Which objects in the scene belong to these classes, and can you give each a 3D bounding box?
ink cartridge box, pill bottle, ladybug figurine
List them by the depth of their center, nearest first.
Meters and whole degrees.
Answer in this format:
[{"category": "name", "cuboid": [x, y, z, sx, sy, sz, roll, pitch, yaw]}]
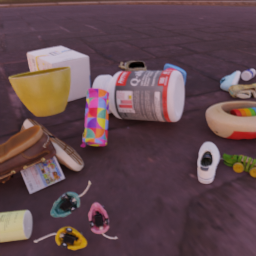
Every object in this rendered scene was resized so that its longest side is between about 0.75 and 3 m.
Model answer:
[{"category": "ladybug figurine", "cuboid": [3.582, -0.210, 8.699, 2.414, 0.868, 1.638, -3, 29, -5]}, {"category": "pill bottle", "cuboid": [0.330, -1.075, 9.348, 2.824, 1.636, 1.636, 4, 29, 22]}, {"category": "ink cartridge box", "cuboid": [-2.838, -2.234, 11.526, 1.625, 1.654, 2.247, -23, 35, -34]}, {"category": "pill bottle", "cuboid": [5.749, -2.544, 13.337, 0.447, 0.447, 0.772, 24, 36, 36]}]

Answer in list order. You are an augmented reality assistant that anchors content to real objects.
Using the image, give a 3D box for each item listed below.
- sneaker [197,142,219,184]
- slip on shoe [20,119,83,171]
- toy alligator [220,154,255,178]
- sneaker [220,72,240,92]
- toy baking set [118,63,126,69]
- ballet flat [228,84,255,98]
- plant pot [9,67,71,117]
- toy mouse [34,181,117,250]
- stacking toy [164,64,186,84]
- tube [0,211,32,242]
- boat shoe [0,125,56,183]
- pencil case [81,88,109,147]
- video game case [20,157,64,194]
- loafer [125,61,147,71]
[{"category": "sneaker", "cuboid": [2.084, 0.758, 7.207, 0.548, 0.532, 1.502, 4, 33, 15]}, {"category": "slip on shoe", "cuboid": [-2.103, 0.578, 7.453, 2.146, 0.650, 0.816, 35, 2, 17]}, {"category": "toy alligator", "cuboid": [2.871, 0.877, 7.274, 1.540, 0.370, 0.510, 15, 32, 25]}, {"category": "sneaker", "cuboid": [4.496, -2.128, 12.386, 0.713, 0.643, 1.741, 18, 33, 20]}, {"category": "toy baking set", "cuboid": [-0.066, -3.328, 15.095, 1.142, 0.133, 0.877, 18, 31, 29]}, {"category": "ballet flat", "cuboid": [4.965, -1.469, 11.381, 1.747, 0.618, 0.618, -3, 29, -7]}, {"category": "plant pot", "cuboid": [-2.389, -1.016, 8.076, 1.701, 1.207, 1.701, -8, 17, 3]}, {"category": "toy mouse", "cuboid": [-0.832, 1.534, 5.031, 1.438, 1.278, 0.278, 12, 4, -2]}, {"category": "stacking toy", "cuboid": [1.484, -1.728, 11.544, 1.077, 1.018, 1.856, 29, 50, 25]}, {"category": "tube", "cuboid": [-2.913, 1.942, 5.282, 2.061, 0.535, 0.598, -6, -9, -1]}, {"category": "boat shoe", "cuboid": [-2.939, 0.887, 6.549, 2.535, 0.892, 0.892, -24, 36, 2]}, {"category": "pencil case", "cuboid": [-0.944, -0.275, 8.055, 0.750, 1.698, 0.750, 5, -10, 1]}, {"category": "video game case", "cuboid": [-2.045, 1.118, 6.709, 0.856, 0.077, 0.613, -22, 74, -23]}, {"category": "loafer", "cuboid": [0.419, -2.734, 13.175, 1.044, 0.926, 2.745, -5, 29, -8]}]
